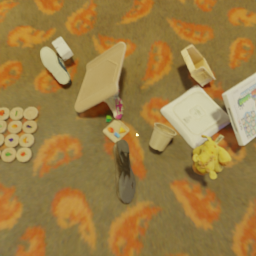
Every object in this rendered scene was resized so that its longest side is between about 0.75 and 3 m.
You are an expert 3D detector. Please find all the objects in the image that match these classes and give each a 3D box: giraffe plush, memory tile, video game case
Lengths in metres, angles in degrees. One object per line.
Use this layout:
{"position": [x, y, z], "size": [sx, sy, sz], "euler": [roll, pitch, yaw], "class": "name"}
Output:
{"position": [2.871, 1.199, 10.123], "size": [1.431, 1.658, 1.345], "euler": [23, 46, 22], "class": "giraffe plush"}
{"position": [-4.721, 0.244, 11.514], "size": [1.870, 0.205, 2.440], "euler": [1, 66, 0], "class": "memory tile"}
{"position": [4.753, -0.775, 10.853], "size": [2.343, 0.278, 2.133], "euler": [-30, 104, -27], "class": "video game case"}

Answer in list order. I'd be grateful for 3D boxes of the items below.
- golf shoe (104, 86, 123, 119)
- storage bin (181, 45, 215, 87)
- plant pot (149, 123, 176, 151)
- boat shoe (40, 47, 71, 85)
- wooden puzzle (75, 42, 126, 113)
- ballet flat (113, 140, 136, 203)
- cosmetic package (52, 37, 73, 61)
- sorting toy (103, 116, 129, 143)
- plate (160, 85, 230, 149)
{"position": [-0.699, -1.159, 11.886], "size": [0.788, 0.649, 1.722], "euler": [-15, 79, 24], "class": "golf shoe"}
{"position": [2.955, -2.664, 11.974], "size": [0.627, 1.329, 1.339], "euler": [-32, 55, 26], "class": "storage bin"}
{"position": [1.276, 0.402, 10.942], "size": [0.941, 0.941, 0.861], "euler": [27, 108, 11], "class": "plant pot"}
{"position": [-3.155, -2.715, 12.371], "size": [0.712, 0.588, 1.902], "euler": [-41, 86, 7], "class": "boat shoe"}
{"position": [-1.077, -2.029, 11.506], "size": [2.423, 0.488, 2.619], "euler": [-23, 48, 37], "class": "wooden puzzle"}
{"position": [-0.234, 1.652, 10.765], "size": [0.826, 0.568, 2.452], "euler": [6, 67, -37], "class": "ballet flat"}
{"position": [-2.927, -3.527, 12.495], "size": [0.533, 0.388, 1.049], "euler": [-36, 60, -2], "class": "cosmetic package"}
{"position": [-0.630, -0.009, 11.639], "size": [1.147, 0.169, 0.848], "euler": [41, 73, 15], "class": "sorting toy"}
{"position": [2.874, -0.585, 11.792], "size": [2.233, 0.361, 2.228], "euler": [-34, 71, -14], "class": "plate"}
